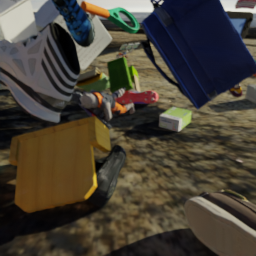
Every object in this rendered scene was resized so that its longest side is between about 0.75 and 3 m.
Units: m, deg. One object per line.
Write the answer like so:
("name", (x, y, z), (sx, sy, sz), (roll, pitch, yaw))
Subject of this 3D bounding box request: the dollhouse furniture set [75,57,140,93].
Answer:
("dollhouse furniture set", (-0.868, -1.556, 10.868), (2.401, 1.205, 1.573), (-15, -17, 17))

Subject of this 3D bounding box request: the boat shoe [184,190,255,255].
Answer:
("boat shoe", (1.994, 1.713, 3.836), (0.840, 1.014, 2.823), (-17, 24, -25))

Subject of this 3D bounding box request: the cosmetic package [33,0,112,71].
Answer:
("cosmetic package", (-2.267, -3.809, 10.966), (1.864, 2.261, 1.865), (-50, 45, -7))

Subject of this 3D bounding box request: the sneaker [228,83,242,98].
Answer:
("sneaker", (2.713, -1.151, 7.170), (0.303, 0.364, 0.808), (-13, 60, -3))

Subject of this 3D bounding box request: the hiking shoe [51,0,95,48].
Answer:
("hiking shoe", (-1.474, -2.840, 6.811), (0.711, 1.912, 0.829), (-25, -3, 28))

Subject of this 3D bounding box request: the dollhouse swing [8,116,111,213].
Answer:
("dollhouse swing", (-1.315, 0.830, 5.963), (1.856, 1.631, 1.686), (-15, -16, 7))

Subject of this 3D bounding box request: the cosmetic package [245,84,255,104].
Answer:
("cosmetic package", (5.438, -1.362, 10.938), (1.436, 0.647, 0.767), (-7, 25, -9))

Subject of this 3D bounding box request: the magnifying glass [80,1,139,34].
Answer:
("magnifying glass", (-0.502, -3.594, 8.956), (2.437, 0.970, 0.273), (-8, -22, -48))

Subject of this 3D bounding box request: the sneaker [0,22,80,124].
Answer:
("sneaker", (-1.652, -1.260, 4.766), (2.396, 1.379, 0.904), (39, 11, 22))

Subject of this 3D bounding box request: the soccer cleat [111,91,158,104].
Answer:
("soccer cleat", (0.259, -1.156, 10.695), (1.785, 0.595, 0.683), (1, -6, 15))

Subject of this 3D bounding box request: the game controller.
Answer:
("game controller", (3.639, -3.508, 9.793), (2.065, 1.077, 0.435), (-16, 34, -35))

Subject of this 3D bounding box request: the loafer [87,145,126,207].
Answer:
("loafer", (-0.492, 0.864, 5.931), (0.649, 0.628, 1.850), (31, 29, -5))

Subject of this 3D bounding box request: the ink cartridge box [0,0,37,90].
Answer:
("ink cartridge box", (-2.962, -2.028, 6.518), (1.635, 2.254, 0.944), (27, 56, 15))

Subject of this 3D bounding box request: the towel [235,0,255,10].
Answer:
("towel", (4.322, -4.601, 9.811), (0.796, 1.088, 0.163), (-3, 67, -8))

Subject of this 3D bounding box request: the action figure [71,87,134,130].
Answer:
("action figure", (-0.948, -0.965, 9.017), (2.139, 1.119, 2.069), (38, 20, 16))

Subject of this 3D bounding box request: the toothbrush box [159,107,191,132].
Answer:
("toothbrush box", (1.490, -0.286, 8.832), (0.677, 0.400, 0.930), (16, 28, 30))

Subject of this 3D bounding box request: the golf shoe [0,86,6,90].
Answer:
("golf shoe", (-5.458, -2.141, 12.113), (1.344, 1.106, 2.937), (20, 33, 31))

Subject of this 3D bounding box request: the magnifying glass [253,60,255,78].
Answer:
("magnifying glass", (3.345, -1.633, 7.449), (1.147, 0.323, 2.882), (29, 26, 2))

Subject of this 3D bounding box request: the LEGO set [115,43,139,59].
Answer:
("LEGO set", (-0.050, -3.030, 11.270), (0.771, 0.253, 1.032), (-16, -9, -26))

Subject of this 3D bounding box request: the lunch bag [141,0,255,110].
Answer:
("lunch bag", (1.245, -1.678, 5.801), (1.590, 2.404, 1.633), (-35, 16, 12))
